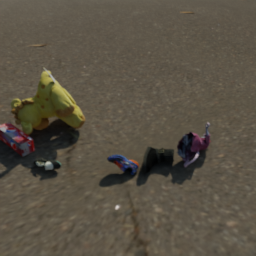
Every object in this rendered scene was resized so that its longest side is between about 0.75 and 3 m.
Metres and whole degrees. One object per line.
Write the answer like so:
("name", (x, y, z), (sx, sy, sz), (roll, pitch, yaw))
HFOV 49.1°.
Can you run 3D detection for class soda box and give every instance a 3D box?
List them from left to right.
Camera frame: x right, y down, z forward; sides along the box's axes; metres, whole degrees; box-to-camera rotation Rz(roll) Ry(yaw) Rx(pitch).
("soda box", (-4.633, 0.453, 11.523), (1.834, 0.642, 0.581), (28, 39, 32))

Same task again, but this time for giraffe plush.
("giraffe plush", (-3.671, -0.803, 12.157), (2.392, 2.950, 2.545), (-37, 34, -1))

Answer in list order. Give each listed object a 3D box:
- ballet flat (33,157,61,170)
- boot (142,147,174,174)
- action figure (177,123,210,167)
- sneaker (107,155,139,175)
("ballet flat", (-3.051, 1.384, 10.433), (1.133, 0.385, 0.388), (8, 20, 25))
("boot", (1.153, 1.212, 10.525), (1.105, 0.556, 1.478), (9, 36, 12))
("action figure", (2.786, 0.642, 10.987), (1.818, 1.218, 1.354), (-2, 61, -42))
("sneaker", (-0.190, 1.334, 10.213), (1.216, 0.458, 0.477), (20, 55, -8))
